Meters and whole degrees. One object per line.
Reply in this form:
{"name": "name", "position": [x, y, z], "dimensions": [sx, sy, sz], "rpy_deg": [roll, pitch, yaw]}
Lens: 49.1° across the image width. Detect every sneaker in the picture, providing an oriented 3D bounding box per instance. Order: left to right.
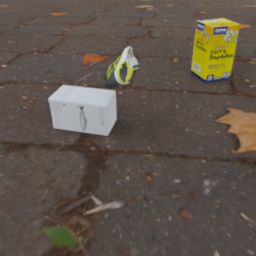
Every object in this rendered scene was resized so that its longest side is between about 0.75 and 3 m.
{"name": "sneaker", "position": [-0.303, -2.306, 10.570], "dimensions": [1.018, 0.896, 2.405], "rpy_deg": [-16, 27, 27]}

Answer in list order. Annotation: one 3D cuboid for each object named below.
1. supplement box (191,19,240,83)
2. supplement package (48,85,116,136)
{"name": "supplement box", "position": [4.528, -4.093, 14.850], "dimensions": [1.586, 2.914, 1.596], "rpy_deg": [-10, 34, -14]}
{"name": "supplement package", "position": [-1.711, -0.712, 10.954], "dimensions": [2.280, 1.333, 1.338], "rpy_deg": [7, 33, 12]}
